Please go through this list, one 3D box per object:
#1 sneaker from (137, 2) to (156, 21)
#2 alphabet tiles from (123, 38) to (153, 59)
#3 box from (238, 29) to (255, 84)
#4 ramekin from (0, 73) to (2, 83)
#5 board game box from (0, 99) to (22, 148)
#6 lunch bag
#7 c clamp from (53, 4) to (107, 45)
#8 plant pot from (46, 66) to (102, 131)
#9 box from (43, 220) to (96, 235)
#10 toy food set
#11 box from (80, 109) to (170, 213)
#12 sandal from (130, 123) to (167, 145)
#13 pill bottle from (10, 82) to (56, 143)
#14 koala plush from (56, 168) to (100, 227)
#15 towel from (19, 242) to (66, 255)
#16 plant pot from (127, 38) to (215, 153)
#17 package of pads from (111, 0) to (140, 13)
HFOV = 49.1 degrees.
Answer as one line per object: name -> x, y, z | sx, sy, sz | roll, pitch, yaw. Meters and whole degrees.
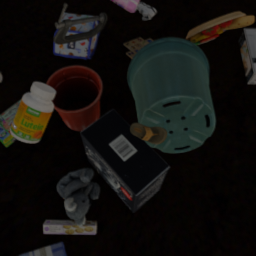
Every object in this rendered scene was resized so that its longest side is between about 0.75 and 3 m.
sneaker -> 0.720, -5.556, 13.373 | 1.147, 0.431, 0.659 | 26, 62, 9
alphabet tiles -> 0.734, -3.330, 12.154 | 1.622, 0.073, 1.940 | -28, 55, -24
box -> 5.676, -3.041, 11.876 | 1.445, 0.745, 2.477 | 2, 63, 1
ramekin -> -5.675, -2.111, 11.564 | 0.899, 0.438, 0.899 | 0, 63, 0
board game box -> -4.301, -0.231, 10.685 | 1.172, 0.254, 1.741 | 39, 69, 19
lunch bag -> -2.218, -3.891, 12.085 | 1.661, 1.210, 1.954 | 9, 70, 6
c clamp -> -1.540, -3.392, 9.351 | 2.312, 1.975, 0.313 | -27, 85, -43
plant pot -> -1.805, -0.904, 10.127 | 1.916, 1.864, 1.916 | 0, 63, 0
box -> -1.817, 3.133, 8.813 | 1.645, 0.318, 0.341 | 2, 99, 0
toy food set -> 2.820, -3.156, 9.012 | 1.975, 1.955, 0.480 | -24, 99, -24
box -> -0.142, 1.122, 8.824 | 1.305, 2.282, 2.506 | -38, 68, -18
sandal -> 0.382, 0.107, 5.939 | 0.949, 0.256, 0.381 | 17, 97, 37
pill bottle -> -2.054, -0.342, 6.146 | 0.686, 0.686, 1.235 | 33, 108, 16
koala plush -> -1.600, 2.230, 8.708 | 1.326, 1.280, 1.443 | -12, 43, 2
towel -> -2.631, 4.229, 7.993 | 1.943, 0.231, 1.427 | -10, 50, -26
plant pot -> 1.218, -0.784, 7.722 | 2.507, 2.507, 2.455 | 0, 41, 0
package of pads -> -0.280, -4.135, 8.705 | 1.359, 0.819, 0.514 | 30, 102, -9
